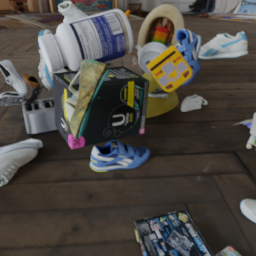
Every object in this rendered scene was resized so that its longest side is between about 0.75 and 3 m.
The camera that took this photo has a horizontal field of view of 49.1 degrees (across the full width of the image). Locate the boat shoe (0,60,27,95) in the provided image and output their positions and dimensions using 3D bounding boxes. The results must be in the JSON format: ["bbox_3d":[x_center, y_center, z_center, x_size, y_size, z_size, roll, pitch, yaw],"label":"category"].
[{"bbox_3d":[-4.518,-1.891,10.859,0.556,1.510,0.494,-33,2,36],"label":"boat shoe"}]

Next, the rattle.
[{"bbox_3d":[0.152,-4.039,12.859,1.995,1.425,1.299,52,5,13],"label":"rattle"}]

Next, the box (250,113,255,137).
[{"bbox_3d":[5.845,-0.185,10.769,2.255,0.927,0.771,-6,24,-25],"label":"box"}]

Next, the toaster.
[{"bbox_3d":[-3.449,-0.473,11.396,1.571,1.031,1.737,-12,32,-18],"label":"toaster"}]

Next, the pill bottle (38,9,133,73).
[{"bbox_3d":[-1.413,-2.841,9.406,2.867,1.592,1.592,-22,34,-16],"label":"pill bottle"}]

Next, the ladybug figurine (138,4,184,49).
[{"bbox_3d":[1.436,-3.862,12.219,1.896,2.793,1.005,24,18,11],"label":"ladybug figurine"}]

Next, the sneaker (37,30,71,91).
[{"bbox_3d":[-2.708,-2.701,10.755,1.257,1.088,2.901,-15,61,0],"label":"sneaker"}]

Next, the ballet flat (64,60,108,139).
[{"bbox_3d":[-1.077,-0.648,6.372,0.727,2.057,0.727,18,36,-14],"label":"ballet flat"}]

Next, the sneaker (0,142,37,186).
[{"bbox_3d":[-3.870,1.314,8.532,2.597,0.949,0.920,-28,57,-33],"label":"sneaker"}]

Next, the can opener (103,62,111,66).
[{"bbox_3d":[-1.604,-4.231,19.014,1.058,0.282,0.354,-19,67,-31],"label":"can opener"}]

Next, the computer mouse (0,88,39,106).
[{"bbox_3d":[-3.713,-1.021,9.337,1.392,0.763,0.305,-7,56,-46],"label":"computer mouse"}]

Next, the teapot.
[{"bbox_3d":[1.119,-2.823,11.010,1.382,1.400,1.023,-22,35,40],"label":"teapot"}]

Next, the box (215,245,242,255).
[{"bbox_3d":[2.398,3.018,6.022,0.520,0.164,0.944,-18,33,-29],"label":"box"}]

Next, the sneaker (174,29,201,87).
[{"bbox_3d":[1.879,-2.383,9.394,0.900,0.809,2.189,26,57,-31],"label":"sneaker"}]

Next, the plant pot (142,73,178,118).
[{"bbox_3d":[0.966,-1.272,12.227,1.431,2.016,2.016,-42,43,-13],"label":"plant pot"}]

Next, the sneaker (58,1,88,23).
[{"bbox_3d":[-2.551,-4.902,11.961,1.090,0.695,1.885,34,-10,-36],"label":"sneaker"}]

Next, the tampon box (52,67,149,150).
[{"bbox_3d":[-0.872,-0.720,8.727,2.515,1.885,1.587,-12,31,-28],"label":"tampon box"}]

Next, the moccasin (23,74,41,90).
[{"bbox_3d":[-4.089,-2.017,11.837,0.452,0.477,1.237,-18,43,-32],"label":"moccasin"}]

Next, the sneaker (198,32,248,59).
[{"bbox_3d":[3.708,-3.357,11.553,2.362,0.954,0.904,5,21,39],"label":"sneaker"}]

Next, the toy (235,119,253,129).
[{"bbox_3d":[5.188,-0.173,11.362,1.525,0.360,0.878,-10,-9,-17],"label":"toy"}]

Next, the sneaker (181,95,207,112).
[{"bbox_3d":[3.046,-1.106,13.038,0.648,0.615,1.610,33,44,31],"label":"sneaker"}]

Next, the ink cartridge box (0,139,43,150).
[{"bbox_3d":[-3.823,0.703,9.868,1.286,0.282,1.298,-18,11,-30],"label":"ink cartridge box"}]

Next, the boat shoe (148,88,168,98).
[{"bbox_3d":[1.116,-1.267,10.219,0.372,0.335,1.052,5,2,-33],"label":"boat shoe"}]

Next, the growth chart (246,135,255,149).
[{"bbox_3d":[5.781,0.600,10.304,2.577,0.229,1.865,11,30,22],"label":"growth chart"}]

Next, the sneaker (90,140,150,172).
[{"bbox_3d":[-0.234,0.853,9.210,2.071,0.852,0.766,-8,28,-17],"label":"sneaker"}]

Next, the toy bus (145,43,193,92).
[{"bbox_3d":[1.011,-1.423,6.810,0.745,0.897,2.290,-37,2,13],"label":"toy bus"}]

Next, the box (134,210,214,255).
[{"bbox_3d":[1.023,2.717,6.305,1.399,0.405,1.760,-8,30,-14],"label":"box"}]

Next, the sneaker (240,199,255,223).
[{"bbox_3d":[3.754,2.140,7.046,1.751,0.707,0.670,16,34,28],"label":"sneaker"}]
